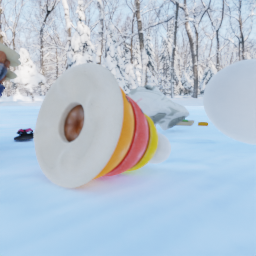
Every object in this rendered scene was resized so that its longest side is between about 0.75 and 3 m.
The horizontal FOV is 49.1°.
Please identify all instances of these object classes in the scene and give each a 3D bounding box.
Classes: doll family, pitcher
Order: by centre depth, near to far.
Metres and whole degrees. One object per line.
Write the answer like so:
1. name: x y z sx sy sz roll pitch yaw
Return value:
1. pitcher: 1.812 -0.434 3.197 1.022 1.446 1.685 34 -6 -33
2. doll family: -2.134 -0.295 3.561 0.944 1.390 2.406 26 -11 -19

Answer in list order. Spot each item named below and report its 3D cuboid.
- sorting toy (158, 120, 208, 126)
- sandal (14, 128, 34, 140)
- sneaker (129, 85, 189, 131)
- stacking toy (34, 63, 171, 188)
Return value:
1. sorting toy: 1.650 -0.191 8.221 1.368 0.183 1.019 2 6 18
2. sandal: -1.844 0.093 5.013 0.324 0.195 0.864 -2 5 -13
3. sneaker: 0.700 -0.523 6.142 0.750 0.956 1.925 -36 -22 22
4. stacking toy: -0.064 0.081 2.629 1.001 1.001 1.371 5 -9 42
